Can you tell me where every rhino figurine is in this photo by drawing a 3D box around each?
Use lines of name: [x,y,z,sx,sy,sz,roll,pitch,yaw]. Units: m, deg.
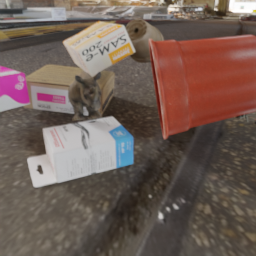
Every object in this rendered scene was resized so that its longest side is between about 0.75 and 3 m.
rhino figurine: [-0.978,-0.734,6.430,0.728,1.065,2.436,-7,2,-16]

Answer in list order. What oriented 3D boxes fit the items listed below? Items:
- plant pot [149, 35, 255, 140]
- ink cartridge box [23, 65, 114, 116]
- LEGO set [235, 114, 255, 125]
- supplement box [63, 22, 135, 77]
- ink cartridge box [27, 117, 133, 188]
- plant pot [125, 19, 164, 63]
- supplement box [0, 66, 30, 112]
plant pot: [2.052,-1.226,7.486,2.635,2.710,2.710,-9,25,5]
ink cartridge box: [-2.080,-1.439,10.285,2.821,1.059,2.324,8,28,6]
LEGO set: [3.956,-0.926,8.539,0.828,1.896,2.920,-6,50,-10]
supplement box: [-1.190,-3.021,10.377,1.788,1.043,2.837,-33,31,-9]
ink cartridge box: [-1.210,0.496,6.789,2.364,0.788,1.369,-11,28,-22]
plant pot: [0.496,-3.374,10.552,1.489,1.489,1.292,10,-6,20]
supplement box: [-3.872,-1.224,8.431,0.979,0.959,1.895,-21,29,-37]
